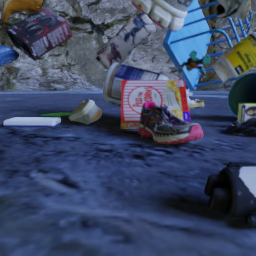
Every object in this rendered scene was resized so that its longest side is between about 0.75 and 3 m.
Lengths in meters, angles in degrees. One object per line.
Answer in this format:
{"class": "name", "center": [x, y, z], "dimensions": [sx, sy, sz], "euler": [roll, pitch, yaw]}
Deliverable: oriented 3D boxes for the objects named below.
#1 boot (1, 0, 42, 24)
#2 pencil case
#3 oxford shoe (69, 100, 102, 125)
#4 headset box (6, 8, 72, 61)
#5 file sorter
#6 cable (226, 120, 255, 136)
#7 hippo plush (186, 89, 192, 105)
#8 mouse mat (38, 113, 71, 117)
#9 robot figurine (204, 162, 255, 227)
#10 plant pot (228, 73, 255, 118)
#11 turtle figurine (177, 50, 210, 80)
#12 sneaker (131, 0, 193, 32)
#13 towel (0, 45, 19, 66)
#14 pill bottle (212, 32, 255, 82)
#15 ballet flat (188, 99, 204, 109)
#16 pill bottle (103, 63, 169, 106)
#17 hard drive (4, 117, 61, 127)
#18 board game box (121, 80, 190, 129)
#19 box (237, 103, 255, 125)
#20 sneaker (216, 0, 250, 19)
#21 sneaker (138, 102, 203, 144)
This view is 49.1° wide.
{"class": "boot", "center": [-3.054, -3.474, 8.094], "dimensions": [0.999, 1.396, 0.491], "euler": [10, 46, -33]}
{"class": "pencil case", "center": [-0.061, -3.530, 11.489], "dimensions": [1.077, 2.768, 1.238], "euler": [44, 3, 1]}
{"class": "oxford shoe", "center": [-1.424, -0.465, 9.232], "dimensions": [0.646, 0.841, 2.238], "euler": [40, -14, -18]}
{"class": "headset box", "center": [-2.554, -2.853, 8.319], "dimensions": [1.587, 0.595, 1.179], "euler": [-41, 59, -21]}
{"class": "file sorter", "center": [2.688, -3.069, 8.935], "dimensions": [1.821, 2.968, 2.060], "euler": [-5, -39, 39]}
{"class": "cable", "center": [3.206, 0.000, 7.132], "dimensions": [1.264, 0.321, 1.032], "euler": [9, 13, 41]}
{"class": "hippo plush", "center": [2.616, -1.307, 13.885], "dimensions": [1.503, 1.197, 1.208], "euler": [-8, 37, -1]}
{"class": "mouse mat", "center": [-2.798, -0.531, 11.292], "dimensions": [1.065, 0.050, 1.323], "euler": [5, 10, 30]}
{"class": "robot figurine", "center": [1.177, 0.617, 2.719], "dimensions": [0.799, 0.600, 0.499], "euler": [0, -11, 0]}
{"class": "plant pot", "center": [4.572, -0.942, 9.703], "dimensions": [1.483, 1.578, 1.578], "euler": [12, 1, -33]}
{"class": "turtle figurine", "center": [1.544, -1.477, 6.684], "dimensions": [0.733, 0.493, 0.979], "euler": [2, -13, -5]}
{"class": "sneaker", "center": [0.016, -2.776, 4.092], "dimensions": [2.842, 1.243, 1.048], "euler": [37, 30, -8]}
{"class": "towel", "center": [-4.095, -2.192, 7.965], "dimensions": [1.709, 0.415, 0.954], "euler": [13, 29, 11]}
{"class": "pill bottle", "center": [2.686, -1.660, 6.755], "dimensions": [1.212, 0.681, 0.681], "euler": [-35, -4, 21]}
{"class": "ballet flat", "center": [3.373, -1.237, 14.372], "dimensions": [1.427, 0.450, 0.490], "euler": [-8, 12, -39]}
{"class": "pill bottle", "center": [0.544, -1.232, 9.375], "dimensions": [2.507, 1.391, 1.391], "euler": [17, 13, 12]}
{"class": "hard drive", "center": [-2.934, -0.190, 8.705], "dimensions": [1.442, 0.183, 0.951], "euler": [0, 9, 2]}
{"class": "board game box", "center": [0.733, -0.686, 8.073], "dimensions": [1.903, 1.442, 0.441], "euler": [-1, -29, -1]}
{"class": "box", "center": [4.142, -0.319, 7.940], "dimensions": [1.909, 0.719, 0.478], "euler": [3, 12, 10]}
{"class": "sneaker", "center": [2.315, -3.050, 6.144], "dimensions": [0.799, 0.689, 1.822], "euler": [3, -21, 15]}
{"class": "sneaker", "center": [0.822, -0.123, 6.358], "dimensions": [0.873, 0.808, 2.165], "euler": [-5, 11, -26]}
